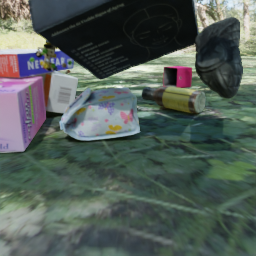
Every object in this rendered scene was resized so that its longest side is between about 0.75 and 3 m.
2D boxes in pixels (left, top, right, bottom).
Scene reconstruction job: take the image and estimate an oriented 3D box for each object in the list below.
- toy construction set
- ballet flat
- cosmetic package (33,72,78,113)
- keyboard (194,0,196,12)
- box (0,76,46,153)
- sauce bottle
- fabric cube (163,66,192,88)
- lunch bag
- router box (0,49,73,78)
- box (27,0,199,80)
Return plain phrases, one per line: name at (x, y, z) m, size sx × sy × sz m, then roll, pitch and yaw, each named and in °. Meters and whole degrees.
toy construction set at (-1.637, -1.470, 6.061) m, size 0.860 × 0.718 × 0.661 m, roll 35°, pitch 13°, yaw -13°
ballet flat at (1.917, -1.612, 5.906) m, size 0.950 × 0.812 × 2.859 m, roll -15°, pitch 32°, yaw 33°
cosmetic package at (-2.628, -1.333, 9.655) m, size 0.844 × 1.201 × 2.368 m, roll 6°, pitch 11°, yaw -33°
keyboard at (2.524, -5.097, 11.034) m, size 0.286 × 1.017 × 0.054 m, roll -1°, pitch -1°, yaw 4°
box at (-3.525, -0.459, 6.910) m, size 2.408 × 1.323 × 2.737 m, roll -2°, pitch 18°, yaw -5°
sauce bottle at (1.501, -1.063, 9.742) m, size 0.765 × 0.765 × 2.364 m, roll -16°, pitch 25°, yaw -42°
fabric cube at (2.504, -2.584, 14.200) m, size 1.034 × 1.017 × 1.037 m, roll -10°, pitch 19°, yaw -33°
lunch bag at (-0.750, -0.418, 7.122) m, size 1.854 × 1.179 × 1.572 m, roll -9°, pitch 17°, yaw -3°
router box at (-3.400, -2.067, 8.698) m, size 2.336 × 0.636 × 2.602 m, roll 7°, pitch 19°, yaw 22°
box at (-0.140, -2.733, 6.227) m, size 2.950 × 1.828 × 2.900 m, roll -17°, pitch -11°, yaw 15°
